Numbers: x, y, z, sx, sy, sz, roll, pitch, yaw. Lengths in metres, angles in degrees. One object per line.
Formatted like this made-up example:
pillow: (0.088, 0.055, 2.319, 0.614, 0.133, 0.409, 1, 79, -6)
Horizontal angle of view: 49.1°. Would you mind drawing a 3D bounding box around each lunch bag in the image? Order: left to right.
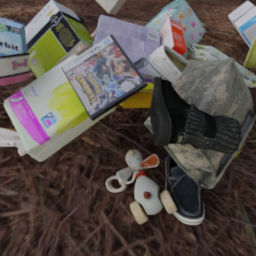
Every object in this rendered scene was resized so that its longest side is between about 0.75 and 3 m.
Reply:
lunch bag: (1.831, -3.760, 11.104, 2.140, 1.823, 1.305, -45, 33, 9)
lunch bag: (1.850, 0.024, 6.236, 1.417, 2.409, 1.976, 16, 64, 52)

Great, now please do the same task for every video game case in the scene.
video game case: (-0.569, -1.156, 6.245, 1.426, 0.201, 1.578, -33, 67, 1)

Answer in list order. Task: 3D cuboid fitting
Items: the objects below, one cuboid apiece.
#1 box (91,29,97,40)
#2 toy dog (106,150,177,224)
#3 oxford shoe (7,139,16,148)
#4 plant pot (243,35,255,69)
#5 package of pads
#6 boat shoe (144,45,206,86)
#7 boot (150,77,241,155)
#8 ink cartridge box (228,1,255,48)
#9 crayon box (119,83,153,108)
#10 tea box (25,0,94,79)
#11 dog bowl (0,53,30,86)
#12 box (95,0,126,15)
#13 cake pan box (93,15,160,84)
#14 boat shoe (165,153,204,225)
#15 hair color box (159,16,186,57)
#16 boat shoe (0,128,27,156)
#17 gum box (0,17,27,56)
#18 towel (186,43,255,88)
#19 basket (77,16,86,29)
box: (-1.347, -4.246, 13.543, 0.306, 1.050, 1.534, 23, 62, 25)
toy dog: (0.319, 1.412, 7.515, 1.529, 1.117, 2.319, -39, 48, -14)
oxford shoe: (-4.362, 0.326, 9.848, 1.223, 0.516, 0.444, 21, 39, 23)
plant pot: (3.984, -2.069, 7.554, 1.250, 1.360, 1.360, 24, 42, 18)
package of pads: (-1.881, -0.632, 7.626, 2.579, 0.879, 1.992, -35, 58, -7)
boat shoe: (1.669, -1.362, 7.185, 2.412, 1.028, 0.891, 32, 49, -18)
boot: (1.052, -0.236, 4.767, 1.297, 0.653, 1.735, 4, 42, -5)
ink cartridge box: (4.200, -3.169, 9.226, 0.815, 1.413, 1.948, -35, 26, 26)
crayon box: (0.303, -0.876, 7.429, 1.226, 0.491, 1.931, -2, 14, -15)
tea box: (-2.418, -2.792, 9.729, 2.033, 2.066, 1.381, 56, 20, 6)
dog bowl: (-3.501, -1.500, 7.365, 1.912, 0.705, 1.912, -8, 16, 2)
box: (-1.105, -5.987, 12.314, 1.914, 0.909, 0.744, 47, 26, 3)
cake pan box: (-0.060, -2.517, 8.951, 2.115, 0.601, 2.296, 12, 57, -11)
boat shoe: (1.554, 1.488, 7.991, 1.003, 0.837, 2.688, 1, 38, -1)
hair color box: (1.396, -2.836, 9.432, 0.545, 0.945, 1.705, 17, 49, -21)
boat shoe: (-3.483, 0.534, 9.386, 2.380, 0.825, 0.843, 8, -10, -13)
gum box: (-3.578, -2.533, 8.135, 1.173, 1.380, 0.307, 17, 51, -3)
towel: (3.063, -2.063, 9.332, 2.150, 0.518, 1.841, 27, 15, -17)
basket: (-2.990, -4.206, 14.298, 1.737, 2.554, 2.303, -24, 43, -29)
